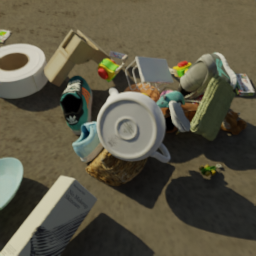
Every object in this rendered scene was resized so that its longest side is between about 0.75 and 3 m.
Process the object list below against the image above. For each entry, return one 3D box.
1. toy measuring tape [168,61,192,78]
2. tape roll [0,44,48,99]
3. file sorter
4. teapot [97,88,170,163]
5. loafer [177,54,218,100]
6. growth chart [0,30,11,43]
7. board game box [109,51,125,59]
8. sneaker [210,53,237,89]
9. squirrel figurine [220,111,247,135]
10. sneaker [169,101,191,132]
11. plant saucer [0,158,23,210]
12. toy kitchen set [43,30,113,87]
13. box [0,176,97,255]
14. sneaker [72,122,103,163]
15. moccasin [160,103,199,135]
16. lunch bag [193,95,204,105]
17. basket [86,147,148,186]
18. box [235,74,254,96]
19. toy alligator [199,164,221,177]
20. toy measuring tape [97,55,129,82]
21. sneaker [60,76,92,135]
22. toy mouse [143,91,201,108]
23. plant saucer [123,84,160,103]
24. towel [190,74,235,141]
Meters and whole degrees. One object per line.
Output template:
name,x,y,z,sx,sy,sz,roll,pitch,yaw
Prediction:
toy measuring tape,2.343,-2.578,12.327,0.757,0.757,2.059,-11,18,-10
tape roll,-5.076,-2.618,12.725,2.826,0.988,2.826,0,48,0
file sorter,0.861,-2.194,11.736,1.603,0.998,1.112,-5,73,-36
teapot,0.230,-0.070,8.673,2.188,2.216,1.619,5,10,18
loafer,2.569,-1.789,10.766,1.031,2.953,1.033,-25,75,-9
growth chart,-7.003,-5.044,15.412,0.884,0.108,1.222,6,49,7
board game box,-0.461,-3.413,13.233,0.794,0.245,0.795,14,12,-3
sneaker,4.033,-2.612,12.841,1.047,0.890,2.295,-13,49,-6
squirrel figurine,4.145,-0.222,10.989,0.956,0.676,0.892,40,48,13
sneaker,1.376,-0.295,7.940,0.379,0.992,0.399,-39,17,-34
plant saucer,-4.243,1.987,8.803,2.362,0.455,2.362,-15,42,14
toy kitchen set,-2.319,-3.039,12.911,2.276,2.522,2.058,-50,53,13
box,-2.111,2.694,7.605,0.911,1.094,2.663,-4,45,52
sneaker,-1.136,0.064,10.221,0.898,0.995,2.428,-9,37,40
moccasin,1.590,-0.269,10.478,2.975,1.088,1.148,-5,47,-22
lunch bag,3.288,-0.956,11.596,1.241,0.508,1.093,-22,53,-18
basket,-0.263,1.093,9.768,1.374,1.435,1.926,42,55,-8
box,5.136,-1.955,12.650,0.708,0.223,1.287,-1,49,-1
toy alligator,2.804,1.472,9.581,1.160,0.279,0.385,-2,35,-37
toy measuring tape,-0.701,-2.497,11.141,0.862,2.342,0.862,4,77,-19
sneaker,-2.082,-1.226,11.166,1.065,1.192,2.983,-16,52,5
toy mouse,1.516,-1.118,10.651,2.516,0.548,2.831,-1,10,21
plant saucer,0.575,-1.407,12.160,1.604,0.259,1.604,1,49,-1
towel,3.101,-0.699,10.167,0.408,1.658,2.235,24,91,45
